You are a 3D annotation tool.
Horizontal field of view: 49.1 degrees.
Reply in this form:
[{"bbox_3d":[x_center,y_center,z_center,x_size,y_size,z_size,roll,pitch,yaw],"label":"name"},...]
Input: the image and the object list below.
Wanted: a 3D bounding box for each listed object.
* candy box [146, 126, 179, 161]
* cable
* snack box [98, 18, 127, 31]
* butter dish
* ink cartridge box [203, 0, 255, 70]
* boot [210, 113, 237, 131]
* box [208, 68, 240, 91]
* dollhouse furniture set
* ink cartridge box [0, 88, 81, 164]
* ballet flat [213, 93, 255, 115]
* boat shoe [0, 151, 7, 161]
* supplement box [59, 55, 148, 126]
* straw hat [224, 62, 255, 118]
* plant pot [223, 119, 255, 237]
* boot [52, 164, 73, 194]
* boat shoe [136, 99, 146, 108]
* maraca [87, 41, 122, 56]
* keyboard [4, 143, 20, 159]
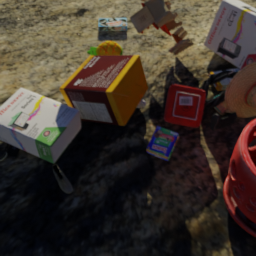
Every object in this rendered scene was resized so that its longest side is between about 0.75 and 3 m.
[{"bbox_3d":[1.157,0.525,9.390,0.806,0.367,0.953,21,77,22],"label":"candy box"},{"bbox_3d":[3.453,-1.556,10.876,2.058,0.523,1.679,-41,36,-4],"label":"cable"},{"bbox_3d":[-0.814,-5.520,14.928,1.515,0.281,0.880,-2,50,-2],"label":"snack box"},{"bbox_3d":[2.016,-0.803,10.472,1.415,1.046,1.411,10,92,-6],"label":"butter dish"},{"bbox_3d":[5.084,-3.921,12.183,1.284,2.213,2.999,-17,49,-37],"label":"ink cartridge box"},{"bbox_3d":[3.526,-0.333,10.182,0.999,0.823,0.328,-16,55,-12],"label":"boot"},{"bbox_3d":[4.376,-2.096,12.018,1.566,0.325,0.932,-9,50,-11],"label":"box"},{"bbox_3d":[1.348,-4.663,12.293,1.498,2.876,2.908,-30,84,23],"label":"dollhouse furniture set"},{"bbox_3d":[-3.191,-0.137,9.764,2.502,1.051,1.812,21,52,13],"label":"ink cartridge box"},{"bbox_3d":[4.564,-1.063,10.862,2.602,0.886,0.875,-19,59,-4],"label":"ballet flat"},{"bbox_3d":[-4.602,0.978,9.329,1.023,0.339,0.382,-15,50,-4],"label":"boat shoe"},{"bbox_3d":[-0.821,-1.455,10.305,2.249,1.493,2.218,8,48,29],"label":"supplement box"},{"bbox_3d":[4.730,-1.109,9.713,2.435,2.435,1.030,-8,35,-7],"label":"straw hat"},{"bbox_3d":[4.072,1.433,7.524,2.828,2.575,2.828,0,51,0],"label":"plant pot"},{"bbox_3d":[-2.005,1.569,8.441,0.329,0.636,0.973,-33,84,-16],"label":"boot"},{"bbox_3d":[0.057,-0.917,10.910,1.240,0.446,0.407,10,47,11],"label":"boat shoe"},{"bbox_3d":[-1.054,-3.452,12.802,1.615,0.864,1.107,-12,58,-8],"label":"maraca"},{"bbox_3d":[-4.019,0.676,9.795,0.537,0.115,0.895,6,49,-1],"label":"keyboard"}]
